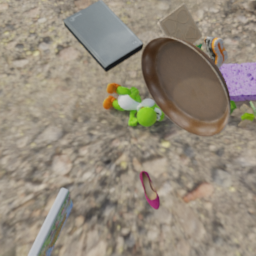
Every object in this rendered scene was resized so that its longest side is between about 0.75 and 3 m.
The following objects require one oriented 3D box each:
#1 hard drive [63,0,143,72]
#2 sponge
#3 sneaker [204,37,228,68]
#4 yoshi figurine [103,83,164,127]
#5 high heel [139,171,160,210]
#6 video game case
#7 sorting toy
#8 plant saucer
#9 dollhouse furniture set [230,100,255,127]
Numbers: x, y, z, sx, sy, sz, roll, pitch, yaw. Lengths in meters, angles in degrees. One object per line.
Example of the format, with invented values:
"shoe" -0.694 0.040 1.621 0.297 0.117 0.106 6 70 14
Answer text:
"hard drive" -0.850 -3.168 9.526 1.633 0.385 2.339 -36 75 -18
"sponge" 3.817 -1.742 10.732 2.912 0.434 1.625 -3 58 -3
"sneaker" 2.673 -2.314 8.558 0.506 1.293 0.499 -44 52 -7
"yoshi figurine" 0.188 -0.720 9.737 2.199 1.236 1.231 22 76 11
"high heel" 0.470 1.410 6.336 0.300 0.427 0.889 -26 66 0
"video game case" -1.524 2.085 5.546 0.170 1.407 1.545 21 63 3
"sorting toy" 1.746 -2.802 8.714 1.270 0.253 1.718 -41 108 -19
"plant saucer" 1.456 -1.042 7.133 0.465 2.900 2.900 -37 64 -21
"dollhouse furniture set" 4.228 -0.467 10.032 1.761 0.680 0.880 8 48 -18
